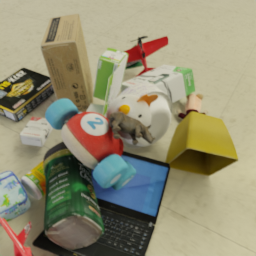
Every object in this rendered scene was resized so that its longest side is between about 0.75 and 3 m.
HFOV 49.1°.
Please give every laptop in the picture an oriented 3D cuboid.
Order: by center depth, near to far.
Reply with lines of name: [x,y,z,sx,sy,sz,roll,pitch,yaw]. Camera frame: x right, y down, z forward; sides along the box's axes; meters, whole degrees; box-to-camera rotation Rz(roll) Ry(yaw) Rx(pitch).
laptop: [-0.459,1.674,6.339,2.273,1.324,2.565,14,25,15]

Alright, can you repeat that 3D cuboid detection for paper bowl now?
paper bowl: [0.455,-0.237,7.992,1.903,1.903,0.990,-24,46,-24]

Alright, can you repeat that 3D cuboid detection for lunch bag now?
lunch bag: [-3.232,1.769,6.766,1.431,0.590,1.151,-26,55,-26]

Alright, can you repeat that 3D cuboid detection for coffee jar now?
coffee jar: [-1.266,1.365,6.169,0.965,1.179,2.262,-31,40,7]

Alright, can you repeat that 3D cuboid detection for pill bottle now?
pill bottle: [-2.085,1.189,7.365,0.709,0.709,1.277,27,50,26]

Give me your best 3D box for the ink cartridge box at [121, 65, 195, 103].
ink cartridge box: [1.008,-1.376,9.675,2.094,0.880,1.528,-28,30,-26]

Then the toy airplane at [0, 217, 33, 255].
toy airplane: [-1.988,2.288,5.214,0.432,2.351,2.351,-33,51,-15]

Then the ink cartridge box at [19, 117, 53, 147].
ink cartridge box: [-2.689,0.108,8.270,0.650,0.367,0.886,8,39,5]

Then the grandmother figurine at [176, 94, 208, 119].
grandmother figurine: [2.126,-0.515,9.358,1.037,0.518,1.709,-8,38,21]

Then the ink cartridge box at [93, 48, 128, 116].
ink cartridge box: [-0.660,-1.361,8.215,0.696,1.357,1.836,19,37,5]

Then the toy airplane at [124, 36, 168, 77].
toy airplane: [0.547,-2.561,10.492,2.188,2.188,0.403,-13,59,-14]

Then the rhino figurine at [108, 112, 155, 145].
rhino figurine: [0.118,0.025,5.781,1.284,0.384,0.562,20,41,-36]

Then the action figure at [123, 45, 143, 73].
action figure: [-0.335,-2.545,11.220,1.751,1.034,0.479,-19,42,7]

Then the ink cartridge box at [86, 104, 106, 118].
ink cartridge box: [-1.003,-0.062,8.509,0.562,0.954,1.657,10,41,11]

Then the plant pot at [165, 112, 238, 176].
plant pot: [1.852,0.379,7.309,1.366,1.366,1.205,13,61,-12]

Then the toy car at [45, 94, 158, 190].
toy car: [-0.235,-0.118,6.339,2.236,1.977,2.061,-43,72,-2]

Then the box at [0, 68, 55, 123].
box: [-3.887,-1.264,10.101,1.715,0.530,2.148,21,49,23]

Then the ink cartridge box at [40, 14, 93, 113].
ink cartridge box: [-1.842,-1.920,9.114,1.037,2.760,2.274,-9,39,-1]
